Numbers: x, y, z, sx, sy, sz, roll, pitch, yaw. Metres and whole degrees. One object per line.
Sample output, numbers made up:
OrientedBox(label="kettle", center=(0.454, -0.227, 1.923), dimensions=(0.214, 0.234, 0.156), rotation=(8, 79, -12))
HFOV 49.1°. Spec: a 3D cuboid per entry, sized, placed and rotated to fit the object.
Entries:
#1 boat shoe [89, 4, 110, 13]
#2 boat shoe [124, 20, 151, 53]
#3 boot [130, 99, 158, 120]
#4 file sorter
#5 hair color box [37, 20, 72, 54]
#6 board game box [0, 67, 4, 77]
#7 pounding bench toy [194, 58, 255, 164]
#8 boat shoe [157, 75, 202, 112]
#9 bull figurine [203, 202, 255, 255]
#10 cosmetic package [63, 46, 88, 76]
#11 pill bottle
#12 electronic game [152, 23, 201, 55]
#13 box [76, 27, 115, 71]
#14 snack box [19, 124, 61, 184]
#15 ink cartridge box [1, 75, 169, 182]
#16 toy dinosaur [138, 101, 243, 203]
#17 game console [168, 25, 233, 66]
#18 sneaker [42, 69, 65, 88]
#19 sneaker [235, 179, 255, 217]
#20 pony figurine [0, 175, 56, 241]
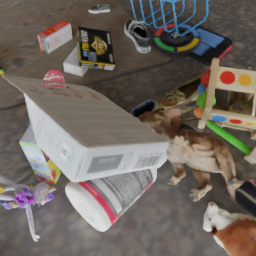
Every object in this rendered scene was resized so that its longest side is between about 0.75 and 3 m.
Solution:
OrientedBox(label="boat shoe", center=(-1.352, -5.670, 13.194), dimensions=(1.033, 0.366, 0.372), rotation=(-10, 50, -9))
OrientedBox(label="boat shoe", center=(0.370, -3.991, 11.482), dimensions=(0.811, 0.751, 2.198), rotation=(-9, 50, -8))
OrientedBox(label="boot", center=(0.046, 0.058, 7.776), dimensions=(0.815, 1.059, 2.216), rotation=(30, 55, 23))
OrientedBox(label="file sorter", center=(1.486, -4.741, 10.548), dimensions=(1.784, 1.577, 2.571), rotation=(-37, 48, -18))
OrientedBox(label="hair color box", center=(-2.897, -3.651, 11.219), dimensions=(0.432, 0.716, 1.411), rotation=(29, 54, 22))
OrientedBox(label="board game box", center=(-5.740, -1.547, 9.696), dimensions=(1.328, 0.297, 2.535), rotation=(29, 55, 20))
OrientedBox(label="pounding bench toy", center=(2.823, -0.371, 7.768), dimensions=(1.946, 1.550, 2.495), rotation=(10, 73, 10))
OrientedBox(label="boat shoe", center=(1.784, -1.115, 9.059), dimensions=(2.090, 0.655, 0.766), rotation=(-32, 56, -25))
OrientedBox(label="bull figurine", center=(2.670, 2.459, 5.735), dimensions=(1.492, 0.800, 2.458), rotation=(-37, 60, 12))
OrientedBox(label="cosmetic package", center=(-1.690, -2.716, 10.558), dimensions=(0.734, 0.450, 1.778), rotation=(19, 52, 8))
OrientedBox(label="pill bottle", center=(-0.170, 1.130, 6.663), dimensions=(1.326, 1.326, 2.396), rotation=(35, 58, 26))
OrientedBox(label="electronic game", center=(1.911, -3.546, 11.088), dimensions=(1.884, 0.392, 1.884), rotation=(-3, 54, 4))
OrientedBox(label="box", center=(-1.193, -2.859, 10.140), dimensions=(1.265, 0.391, 1.585), rotation=(1, 65, -20))
OrientedBox(label="snack box", center=(-1.966, 0.375, 7.111), dimensions=(0.559, 1.652, 1.393), rotation=(11, 49, 9))
OrientedBox(label="ink cartridge box", center=(-0.941, -0.134, 5.723), dimensions=(2.933, 0.693, 2.348), rotation=(35, 22, 34))
OrientedBox(label="toy dinosaur", center=(1.628, 0.444, 6.507), dimensions=(2.913, 1.250, 1.974), rotation=(32, 37, -7))
OrientedBox(label="game console", center=(2.929, -3.385, 11.255), dimensions=(2.059, 0.320, 1.821), rotation=(34, 57, 26))
OrientedBox(label="sneaker", center=(-2.147, -1.006, 8.029), dimensions=(0.626, 1.553, 0.580), rotation=(3, 40, -14))
OrientedBox(label="sneaker", center=(3.385, 1.889, 6.473), dimensions=(0.749, 0.640, 1.825), rotation=(-34, 58, -22))
OrientedBox(label="pony figurine", center=(-2.335, 1.587, 6.290), dimensions=(1.525, 1.270, 1.472), rotation=(16, 16, -23))
